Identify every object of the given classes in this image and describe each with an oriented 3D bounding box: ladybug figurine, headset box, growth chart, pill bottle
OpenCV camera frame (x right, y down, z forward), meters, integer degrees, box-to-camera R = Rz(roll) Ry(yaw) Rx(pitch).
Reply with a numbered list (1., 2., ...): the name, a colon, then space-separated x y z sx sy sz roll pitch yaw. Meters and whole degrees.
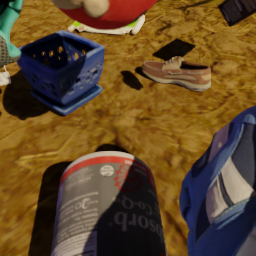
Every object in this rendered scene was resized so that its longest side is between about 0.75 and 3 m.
1. ladybug figurine: -0.166 -2.103 3.533 1.780 0.943 2.622 -1 53 18
2. headset box: 3.409 -3.460 6.946 1.405 0.729 1.888 -37 7 -14
3. growth chart: -0.815 -4.423 11.796 2.991 0.265 2.165 4 41 3
4. pill bottle: -0.249 1.815 3.860 1.609 1.609 2.778 -3 43 -3

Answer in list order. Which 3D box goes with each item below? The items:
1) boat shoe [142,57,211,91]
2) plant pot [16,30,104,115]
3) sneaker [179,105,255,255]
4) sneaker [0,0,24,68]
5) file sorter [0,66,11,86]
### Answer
1. boat shoe: 1.465 -1.792 8.470 2.178 0.782 0.825 16 44 17
2. plant pot: -1.720 -1.436 7.512 1.717 1.544 1.717 28 49 28
3. sneaker: 0.993 0.841 2.433 1.014 1.128 2.744 45 51 -11
4. sneaker: -2.205 -2.073 4.228 1.344 1.144 2.947 -8 80 6
5. file sorter: -4.121 -1.631 8.457 0.923 0.575 0.641 -18 46 -20
